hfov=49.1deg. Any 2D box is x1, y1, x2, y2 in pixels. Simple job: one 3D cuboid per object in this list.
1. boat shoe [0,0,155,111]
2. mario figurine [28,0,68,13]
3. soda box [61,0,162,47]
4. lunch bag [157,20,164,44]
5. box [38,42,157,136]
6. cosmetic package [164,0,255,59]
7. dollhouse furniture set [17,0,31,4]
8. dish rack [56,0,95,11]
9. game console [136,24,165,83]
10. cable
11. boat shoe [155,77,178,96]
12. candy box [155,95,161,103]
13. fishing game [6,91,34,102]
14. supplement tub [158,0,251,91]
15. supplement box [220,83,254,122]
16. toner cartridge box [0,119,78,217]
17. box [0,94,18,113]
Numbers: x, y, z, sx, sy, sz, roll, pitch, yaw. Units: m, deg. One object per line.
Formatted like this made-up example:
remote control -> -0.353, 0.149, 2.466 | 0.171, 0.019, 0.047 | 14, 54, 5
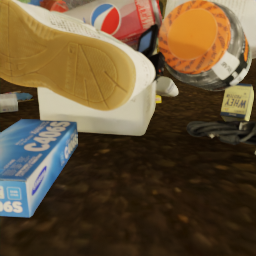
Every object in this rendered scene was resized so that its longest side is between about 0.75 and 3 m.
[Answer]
boat shoe -> -0.933, -0.991, 3.678 | 2.760, 0.977, 0.957 | 28, 27, 22
mario figurine -> -3.017, -3.799, 8.951 | 2.554, 1.577, 1.354 | 30, 17, -13
soda box -> -0.679, -1.989, 5.784 | 2.697, 0.855, 0.944 | -11, 5, 18
lunch bag -> 1.861, -3.281, 9.586 | 1.860, 1.134, 1.584 | -32, 38, -33
box -> -0.704, -1.394, 8.190 | 2.876, 2.476, 2.890 | 3, 17, 11
cosmetic package -> 2.451, -3.176, 7.337 | 2.744, 2.264, 2.262 | 9, 9, 0
dollhouse furniture set -> -2.297, -2.548, 3.851 | 1.094, 2.189, 0.845 | -1, 46, 53
dish rack -> -1.290, -3.563, 7.412 | 0.604, 2.215, 1.699 | 29, 27, 3
game console -> 0.203, -1.121, 4.474 | 0.866, 0.177, 1.468 | -19, 43, 34
cable -> 2.541, 0.108, 6.763 | 1.871, 0.582, 2.293 | 2, 4, 43
boat shoe -> 1.259, -1.983, 12.724 | 0.833, 0.912, 2.534 | 34, -7, -41
candy box -> 0.347, -1.361, 11.660 | 1.186, 0.306, 2.321 | -8, 19, -18
fishing game -> -4.461, -1.278, 11.626 | 1.293, 0.201, 0.926 | 25, 29, 37
supplement tub -> 1.497, -1.458, 5.291 | 1.400, 1.400, 2.286 | 10, 8, 27
supplement box -> 3.103, -0.662, 7.929 | 0.645, 0.961, 0.960 | 10, -6, 29
toner cartridge box -> -1.943, 0.536, 5.272 | 1.365, 0.620, 2.873 | 1, 18, 3
box -> -4.396, -0.873, 9.873 | 0.904, 0.474, 0.832 | -7, 20, -22
